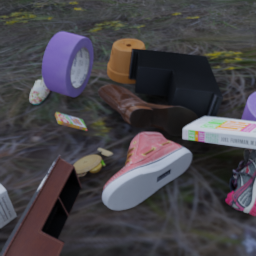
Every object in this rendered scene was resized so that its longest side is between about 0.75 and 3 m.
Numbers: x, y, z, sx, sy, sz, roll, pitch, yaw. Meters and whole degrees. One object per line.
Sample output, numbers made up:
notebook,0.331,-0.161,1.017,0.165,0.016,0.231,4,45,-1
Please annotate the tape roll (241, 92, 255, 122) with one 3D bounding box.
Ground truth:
tape roll,4.978,-0.177,9.001,2.466,1.048,2.466,0,41,0

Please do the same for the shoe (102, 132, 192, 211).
shoe,0.281,1.031,7.531,2.972,1.062,1.352,-22,41,-35

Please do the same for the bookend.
bookend,1.496,-1.495,10.098,2.930,1.358,2.948,5,40,-3

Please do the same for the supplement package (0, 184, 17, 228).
supplement package,-3.773,2.021,6.303,1.081,1.123,1.974,31,48,29

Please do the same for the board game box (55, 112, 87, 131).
board game box,-1.802,-0.189,9.010,1.057,0.158,0.505,19,24,-39

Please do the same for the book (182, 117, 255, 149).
book,2.975,0.181,7.732,2.467,0.593,1.648,7,14,36

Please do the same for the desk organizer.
desk organizer,-1.745,1.962,6.027,0.965,0.899,2.507,32,50,-12

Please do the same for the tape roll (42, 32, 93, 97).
tape roll,-2.147,-2.298,10.269,0.935,2.200,2.200,18,43,10

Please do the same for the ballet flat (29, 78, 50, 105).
ballet flat,-3.377,-1.730,11.167,0.769,0.650,2.033,7,41,11

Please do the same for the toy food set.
toy food set,-1.150,1.095,7.963,1.417,0.284,0.978,-30,21,-23

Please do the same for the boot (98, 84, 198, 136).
boot,0.593,-0.750,9.812,2.774,0.956,2.976,10,15,-28

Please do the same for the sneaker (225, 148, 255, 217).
sneaker,3.154,1.239,7.430,0.807,0.871,2.162,15,42,16

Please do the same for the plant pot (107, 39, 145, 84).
plant pot,0.023,-2.958,12.100,1.915,1.340,1.915,0,41,0
